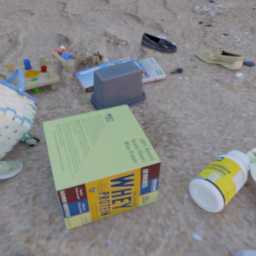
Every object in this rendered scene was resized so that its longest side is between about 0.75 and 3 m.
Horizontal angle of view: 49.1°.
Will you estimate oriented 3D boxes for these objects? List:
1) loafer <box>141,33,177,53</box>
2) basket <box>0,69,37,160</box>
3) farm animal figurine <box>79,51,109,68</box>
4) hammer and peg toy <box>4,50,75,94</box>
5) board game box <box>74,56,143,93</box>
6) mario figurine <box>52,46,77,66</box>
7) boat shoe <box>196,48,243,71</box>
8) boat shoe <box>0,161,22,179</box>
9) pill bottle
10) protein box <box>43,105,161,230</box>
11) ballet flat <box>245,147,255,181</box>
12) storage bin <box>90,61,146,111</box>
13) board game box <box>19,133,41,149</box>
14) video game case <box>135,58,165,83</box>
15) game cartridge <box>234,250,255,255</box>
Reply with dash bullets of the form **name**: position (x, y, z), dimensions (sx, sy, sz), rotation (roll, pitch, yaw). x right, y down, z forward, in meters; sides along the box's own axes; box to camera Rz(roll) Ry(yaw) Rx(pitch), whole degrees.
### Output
- **loafer**: position (1.727, -4.829, 15.917), dimensions (2.241, 0.706, 0.805), rotation (22, 46, 23)
- **basket**: position (-4.449, -0.504, 9.619), dimensions (2.536, 2.001, 2.877), rotation (-41, 46, 16)
- **farm animal figurine**: position (-1.808, -3.645, 14.585), dimensions (1.294, 0.675, 1.280), rotation (-19, 44, -20)
- **hammer and peg toy**: position (-4.075, -2.562, 13.084), dimensions (2.976, 1.050, 2.189), rotation (-20, 43, -21)
- **board game box**: position (-0.946, -2.628, 13.537), dimensions (2.967, 0.288, 1.527), rotation (-21, 46, -15)
- **mario figurine**: position (-3.306, -3.700, 14.471), dimensions (1.296, 0.687, 0.800), rotation (22, 57, 1)
- **boat shoe**: position (4.783, -3.820, 14.672), dimensions (2.543, 0.820, 0.906), rotation (27, 48, 28)
- **boat shoe**: position (-4.025, 1.300, 8.772), dimensions (0.547, 0.471, 1.520), rotation (39, 34, 28)
- **pill bottle**: position (2.807, 1.507, 8.359), dimensions (1.972, 1.105, 1.105), rotation (-33, 51, -33)
- **protein box**: position (-0.849, 1.023, 8.342), dimensions (2.709, 1.828, 2.689), rotation (-13, 43, -15)
- **ballet flat**: position (4.114, 1.229, 8.597), dimensions (0.966, 0.870, 2.566), rotation (24, 33, -11)
- **storage bin**: position (-0.469, -1.858, 11.890), dimensions (2.307, 1.549, 1.679), rotation (-19, 45, -22)
- **board game box**: position (-3.685, 0.437, 10.357), dimensions (0.861, 0.101, 0.451), rotation (26, 50, 27)
- **video game case**: position (0.731, -2.831, 13.909), dimensions (1.706, 0.207, 1.875), rotation (-14, 43, -8)
- **game cartridge**: position (3.756, 3.836, 6.164), dimensions (2.805, 0.573, 1.867), rotation (12, 39, 14)
